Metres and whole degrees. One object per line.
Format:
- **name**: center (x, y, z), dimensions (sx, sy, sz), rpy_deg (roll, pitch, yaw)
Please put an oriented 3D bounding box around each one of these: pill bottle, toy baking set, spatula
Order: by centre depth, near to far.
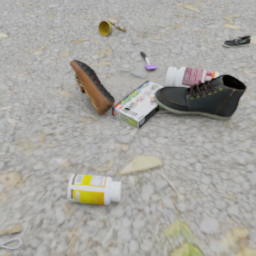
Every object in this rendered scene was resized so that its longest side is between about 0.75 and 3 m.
- **toy baking set**: center (-3.169, 2.917, 6.629), dimensions (1.104, 0.167, 1.438), rpy_deg (11, 45, 7)
- **pill bottle**: center (-0.881, 1.661, 7.511), dimensions (1.351, 0.738, 0.738), rpy_deg (4, 44, 5)
- **pill bottle**: center (2.470, -1.802, 10.962), dimensions (1.914, 1.048, 1.048), rpy_deg (13, 45, 14)
- **spatula**: center (0.878, -3.144, 13.009), dimensions (0.511, 0.186, 1.807), rpy_deg (-9, 44, -11)
- **toy baking set**: center (-0.573, -5.441, 15.070), dimensions (1.432, 0.167, 1.099), rpy_deg (31, 16, 25)

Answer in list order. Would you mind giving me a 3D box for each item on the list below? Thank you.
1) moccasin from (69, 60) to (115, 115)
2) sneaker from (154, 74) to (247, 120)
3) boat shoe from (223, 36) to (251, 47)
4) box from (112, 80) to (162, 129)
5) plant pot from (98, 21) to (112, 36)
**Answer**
- **moccasin**: center (-1.464, -1.547, 10.420), dimensions (2.459, 0.949, 0.899), rpy_deg (52, 23, 11)
- **sneaker**: center (2.452, -1.289, 9.757), dimensions (2.948, 1.566, 1.102), rpy_deg (9, 53, 1)
- **boat shoe**: center (5.485, -4.386, 14.116), dimensions (1.446, 0.489, 0.519), rpy_deg (-8, 45, -6)
- **box**: center (0.574, -0.944, 10.519), dimensions (1.243, 0.392, 2.258), rpy_deg (28, 50, 27)
- **plant pot**: center (-1.150, -5.366, 15.040), dimensions (0.756, 0.756, 0.537), rpy_deg (22, 29, 22)
